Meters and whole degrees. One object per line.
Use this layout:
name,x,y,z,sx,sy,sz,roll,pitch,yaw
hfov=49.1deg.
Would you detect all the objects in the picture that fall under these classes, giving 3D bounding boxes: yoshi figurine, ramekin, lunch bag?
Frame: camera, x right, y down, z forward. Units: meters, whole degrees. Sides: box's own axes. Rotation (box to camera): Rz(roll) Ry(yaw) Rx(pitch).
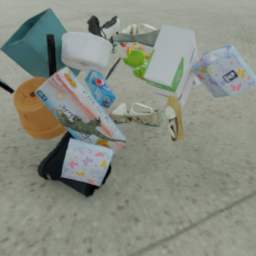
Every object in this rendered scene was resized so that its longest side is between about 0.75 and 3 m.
yoshi figurine,0.467,-2.802,11.774,1.291,1.296,2.305,33,18,-8
ramekin,-1.615,-2.820,10.721,1.955,0.953,1.955,8,-3,0
lunch bag,3.142,-1.820,9.165,1.106,1.475,1.740,-52,19,-15
lunch bag,-0.975,0.749,6.747,1.053,1.242,0.790,14,51,-7

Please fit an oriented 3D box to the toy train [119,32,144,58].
toy train,0.215,-4.266,14.321,0.525,1.417,1.887,-13,8,36

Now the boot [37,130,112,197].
boot,-1.521,1.080,9.925,2.280,1.036,2.713,14,44,25

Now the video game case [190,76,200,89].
video game case,2.266,-2.113,11.995,1.304,0.150,1.188,-15,61,-1

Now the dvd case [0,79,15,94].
dvd case,-4.796,-1.944,9.299,1.723,2.415,0.212,42,82,-3

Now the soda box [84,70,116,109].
soda box,-1.025,-1.406,10.040,0.500,0.529,1.560,15,33,-42

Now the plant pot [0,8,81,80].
plant pot,-3.281,-3.023,11.581,1.899,2.687,1.898,0,53,43

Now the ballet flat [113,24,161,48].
ballet flat,0.375,-3.487,10.455,2.405,0.766,0.811,22,30,40

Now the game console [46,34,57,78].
game console,-2.518,-2.497,9.176,0.271,1.326,2.248,-4,35,-16

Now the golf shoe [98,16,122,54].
golf shoe,-0.625,-3.924,12.020,0.945,1.148,2.430,-39,6,-7

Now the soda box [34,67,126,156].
soda box,-1.199,-0.306,7.479,0.879,2.570,0.817,-34,14,21

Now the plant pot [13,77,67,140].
plant pot,-2.955,-0.770,9.618,2.004,1.403,2.004,-4,62,7

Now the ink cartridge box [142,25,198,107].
ink cartridge box,1.641,-2.065,10.032,1.127,1.953,2.674,21,-4,20

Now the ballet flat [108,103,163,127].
ballet flat,0.114,-0.406,8.176,1.811,0.682,0.614,3,21,16

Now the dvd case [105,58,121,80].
dvd case,-0.584,-2.308,10.923,0.076,0.618,0.867,34,54,-3

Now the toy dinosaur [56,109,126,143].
toy dinosaur,-0.895,-0.035,6.386,1.701,0.404,0.750,21,19,-23

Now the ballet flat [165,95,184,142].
ballet flat,1.332,-0.231,8.173,0.458,1.453,0.499,-29,24,-28

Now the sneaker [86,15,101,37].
sneaker,-1.572,-4.630,13.349,0.623,1.374,0.522,-26,-14,31
